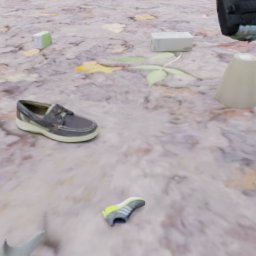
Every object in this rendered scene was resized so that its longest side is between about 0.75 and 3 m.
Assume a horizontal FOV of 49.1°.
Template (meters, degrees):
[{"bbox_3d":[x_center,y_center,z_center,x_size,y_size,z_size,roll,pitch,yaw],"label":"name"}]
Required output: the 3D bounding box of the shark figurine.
[{"bbox_3d":[-1.061,2.233,3.390,0.843,1.206,2.019,9,7,-33],"label":"shark figurine"}]

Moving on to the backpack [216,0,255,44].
[{"bbox_3d":[2.136,-1.927,4.709,1.200,0.922,0.979,-6,73,5],"label":"backpack"}]

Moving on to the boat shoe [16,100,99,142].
[{"bbox_3d":[-1.792,-0.214,6.787,2.206,0.715,0.808,9,35,12],"label":"boat shoe"}]

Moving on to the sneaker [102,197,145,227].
[{"bbox_3d":[-0.039,1.442,4.776,0.775,0.286,0.314,-20,45,-15],"label":"sneaker"}]

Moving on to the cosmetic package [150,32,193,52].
[{"bbox_3d":[1.849,-3.720,12.092,1.684,0.599,0.886,-1,34,-2],"label":"cosmetic package"}]

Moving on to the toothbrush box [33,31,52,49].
[{"bbox_3d":[-3.778,-3.905,12.408,0.332,0.562,0.772,14,37,20],"label":"toothbrush box"}]

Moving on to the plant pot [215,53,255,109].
[{"bbox_3d":[3.228,-1.424,8.065,1.224,1.307,1.224,-1,34,0],"label":"plant pot"}]
